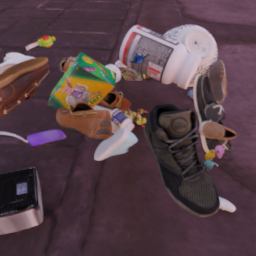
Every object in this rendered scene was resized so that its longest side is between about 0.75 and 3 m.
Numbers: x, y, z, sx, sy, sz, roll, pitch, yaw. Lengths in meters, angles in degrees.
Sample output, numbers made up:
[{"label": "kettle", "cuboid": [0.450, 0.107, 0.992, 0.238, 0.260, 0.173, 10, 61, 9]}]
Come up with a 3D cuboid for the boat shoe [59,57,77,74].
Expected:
[{"label": "boat shoe", "cuboid": [-2.402, -2.589, 11.525, 0.794, 0.838, 2.213, 15, 9, -21]}]

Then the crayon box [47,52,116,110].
[{"label": "crayon box", "cuboid": [-1.242, -1.013, 7.368, 1.066, 1.795, 0.523, 27, 47, -25]}]

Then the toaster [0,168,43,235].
[{"label": "toaster", "cuboid": [-3.461, 2.235, 8.489, 1.623, 1.065, 1.795, -12, 42, -13]}]

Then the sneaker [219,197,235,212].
[{"label": "sneaker", "cuboid": [2.762, 2.465, 8.789, 1.033, 0.381, 0.597, 24, 47, 38]}]

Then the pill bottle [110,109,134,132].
[{"label": "pill bottle", "cuboid": [-0.221, -0.234, 9.837, 0.867, 0.481, 0.481, 41, 53, 19]}]

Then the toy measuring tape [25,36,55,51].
[{"label": "toy measuring tape", "cuboid": [-2.786, -2.707, 9.038, 1.009, 0.371, 0.371, -34, 51, -26]}]

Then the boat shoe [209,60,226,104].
[{"label": "boat shoe", "cuboid": [3.359, -1.699, 10.401, 0.598, 1.579, 0.567, 6, 10, 34]}]

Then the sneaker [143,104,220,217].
[{"label": "sneaker", "cuboid": [1.089, 0.559, 5.726, 0.968, 1.451, 2.533, -20, 67, -9]}]

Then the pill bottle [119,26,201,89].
[{"label": "pill bottle", "cuboid": [0.973, -2.120, 8.572, 2.236, 1.296, 1.296, 28, 47, 13]}]

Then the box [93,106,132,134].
[{"label": "box", "cuboid": [-0.772, -0.293, 11.691, 1.849, 0.760, 0.632, 19, 45, 19]}]

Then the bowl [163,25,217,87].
[{"label": "bowl", "cuboid": [2.412, -2.920, 10.551, 2.510, 1.178, 2.510, 1, 81, -9]}]

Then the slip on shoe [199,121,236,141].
[{"label": "slip on shoe", "cuboid": [2.536, 0.116, 7.900, 1.276, 0.485, 0.387, 17, -5, -34]}]

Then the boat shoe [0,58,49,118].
[{"label": "boat shoe", "cuboid": [-3.140, -1.246, 8.051, 0.990, 0.989, 2.813, 1, 30, 21]}]

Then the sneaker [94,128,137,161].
[{"label": "sneaker", "cuboid": [-0.237, 0.405, 5.284, 0.422, 1.029, 0.381, 33, 44, -25]}]

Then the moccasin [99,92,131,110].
[{"label": "moccasin", "cuboid": [-0.562, -1.056, 10.256, 0.650, 1.685, 0.616, 9, 77, 52]}]

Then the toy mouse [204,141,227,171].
[{"label": "toy mouse", "cuboid": [1.983, 0.698, 6.562, 0.185, 0.958, 0.852, 37, 20, 1]}]

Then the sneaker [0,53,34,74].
[{"label": "sneaker", "cuboid": [-6.419, -3.334, 15.168, 1.527, 0.973, 2.642, 22, 36, 26]}]

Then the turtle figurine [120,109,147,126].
[{"label": "turtle figurine", "cuboid": [0.265, -0.546, 11.961, 1.339, 0.535, 1.661, 31, 27, -12]}]

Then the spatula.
[{"label": "spatula", "cuboid": [-3.096, 0.211, 7.046, 2.930, 0.301, 0.828, 2, 16, -29]}]

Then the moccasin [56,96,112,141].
[{"label": "moccasin", "cuboid": [-1.073, -0.284, 6.440, 0.776, 0.819, 2.121, 6, 6, -31]}]

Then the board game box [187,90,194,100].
[{"label": "board game box", "cuboid": [3.695, -1.604, 13.512, 1.160, 0.358, 1.159, -23, 45, -24]}]

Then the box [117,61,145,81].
[{"label": "box", "cuboid": [0.163, -2.431, 11.962, 0.916, 1.665, 0.289, 3, 82, 12]}]

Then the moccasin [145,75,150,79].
[{"label": "moccasin", "cuboid": [0.790, -3.030, 15.057, 1.323, 0.511, 0.484, 31, 50, 31]}]

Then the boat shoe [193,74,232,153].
[{"label": "boat shoe", "cuboid": [2.616, -0.463, 8.642, 0.850, 2.514, 0.903, -6, 13, 40]}]

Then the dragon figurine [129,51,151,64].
[{"label": "dragon figurine", "cuboid": [0.366, -1.950, 7.870, 0.787, 0.391, 0.232, 16, 28, 37]}]

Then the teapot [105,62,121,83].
[{"label": "teapot", "cuboid": [-0.903, -2.939, 14.693, 1.150, 0.851, 1.165, -3, 40, -4]}]
